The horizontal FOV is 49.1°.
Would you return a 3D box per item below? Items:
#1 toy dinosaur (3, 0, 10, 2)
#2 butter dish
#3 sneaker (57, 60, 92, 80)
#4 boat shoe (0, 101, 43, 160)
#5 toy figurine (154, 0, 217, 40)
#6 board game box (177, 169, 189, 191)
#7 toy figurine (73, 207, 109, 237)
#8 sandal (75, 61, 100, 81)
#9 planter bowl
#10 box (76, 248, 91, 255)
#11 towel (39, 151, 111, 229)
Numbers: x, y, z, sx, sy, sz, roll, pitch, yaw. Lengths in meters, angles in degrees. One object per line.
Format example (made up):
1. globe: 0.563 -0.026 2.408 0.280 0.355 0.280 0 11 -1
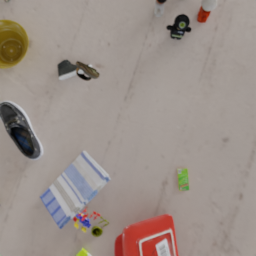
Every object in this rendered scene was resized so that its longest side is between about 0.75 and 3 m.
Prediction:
1. toy dinosaur: -5.452 -6.232 12.297 0.684 0.368 1.552 7 84 -14
2. butter dish: 0.429 4.846 10.491 2.795 2.072 2.803 1 76 -42
3. sneaker: -2.331 -2.617 11.851 1.499 0.530 0.743 -18 90 2
4. boat shoe: -4.498 0.073 11.393 0.997 0.944 2.850 -30 85 -3
5. toy figurine: 2.259 -5.057 11.584 2.207 1.535 2.172 -34 86 -3
6. board game box: 2.282 2.148 11.616 0.428 0.134 0.897 -3 82 0
7. toy figurine: -1.685 3.599 11.248 0.883 1.003 1.674 -54 130 -12
8. sandal: -1.189 -1.539 7.953 0.660 1.614 0.441 23 101 -26
9. planter bowl: -5.052 -3.362 11.762 2.080 0.866 2.080 0 84 1
10. box: -1.645 5.480 11.232 1.131 0.270 0.690 41 87 4
11. towel: -2.144 2.328 10.974 2.703 0.322 1.985 -46 50 -5
